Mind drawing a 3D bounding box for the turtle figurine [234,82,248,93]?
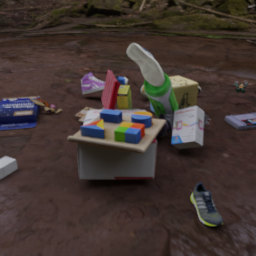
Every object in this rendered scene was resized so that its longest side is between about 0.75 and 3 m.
[{"bbox_3d":[6.378,-2.319,15.782,0.725,0.487,0.968,-2,37,30],"label":"turtle figurine"}]

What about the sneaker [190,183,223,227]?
[{"bbox_3d":[1.887,1.856,6.821,0.486,0.533,1.316,-6,26,-12],"label":"sneaker"}]

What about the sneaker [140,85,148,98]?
[{"bbox_3d":[1.224,-2.087,15.071,1.068,0.921,2.436,0,17,38],"label":"sneaker"}]

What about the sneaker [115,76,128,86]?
[{"bbox_3d":[-0.449,-2.738,16.580,0.759,0.524,1.364,3,21,-8],"label":"sneaker"}]

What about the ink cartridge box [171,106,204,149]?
[{"bbox_3d":[2.026,-0.006,9.499,0.931,1.289,0.545,-12,-31,42],"label":"ink cartridge box"}]

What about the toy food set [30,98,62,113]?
[{"bbox_3d":[-3.782,-0.989,12.903,1.342,0.211,0.853,28,19,2],"label":"toy food set"}]

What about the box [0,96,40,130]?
[{"bbox_3d":[-4.889,-0.726,12.425,1.753,0.469,2.895,-5,27,-11],"label":"box"}]

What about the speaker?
[{"bbox_3d":[1.250,-1.109,10.316,1.032,1.032,2.333,10,-17,20],"label":"speaker"}]

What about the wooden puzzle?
[{"bbox_3d":[-0.225,-0.053,7.528,2.044,0.511,2.207,7,22,22],"label":"wooden puzzle"}]

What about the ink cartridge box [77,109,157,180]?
[{"bbox_3d":[-0.356,0.392,8.905,2.140,1.228,2.947,0,20,-2],"label":"ink cartridge box"}]

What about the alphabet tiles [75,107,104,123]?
[{"bbox_3d":[-1.112,-0.481,12.110,2.088,0.079,1.745,14,28,15],"label":"alphabet tiles"}]

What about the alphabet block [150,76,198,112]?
[{"bbox_3d":[2.023,-1.378,12.568,1.539,1.511,1.503,-13,30,-26],"label":"alphabet block"}]

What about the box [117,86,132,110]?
[{"bbox_3d":[-0.113,-0.730,10.484,0.415,1.654,0.623,3,40,11],"label":"box"}]

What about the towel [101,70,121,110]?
[{"bbox_3d":[-0.619,-1.189,9.506,0.192,1.232,1.704,9,23,-17],"label":"towel"}]

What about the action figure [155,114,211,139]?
[{"bbox_3d":[2.033,-0.317,10.829,2.676,0.928,1.741,-17,5,-39],"label":"action figure"}]

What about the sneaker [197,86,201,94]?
[{"bbox_3d":[2.933,-1.843,14.767,1.809,0.684,0.793,1,43,6],"label":"sneaker"}]

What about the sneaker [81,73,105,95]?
[{"bbox_3d":[-1.646,-2.341,14.251,1.846,1.052,0.669,-7,4,23],"label":"sneaker"}]

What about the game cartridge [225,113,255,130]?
[{"bbox_3d":[5.056,-0.288,11.711,1.635,0.314,1.060,-6,22,-13],"label":"game cartridge"}]

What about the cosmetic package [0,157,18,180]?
[{"bbox_3d":[-3.817,1.234,8.352,0.497,0.358,0.881,10,28,24],"label":"cosmetic package"}]

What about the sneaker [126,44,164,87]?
[{"bbox_3d":[0.725,-2.101,9.341,0.764,0.678,1.807,-3,55,-54],"label":"sneaker"}]
